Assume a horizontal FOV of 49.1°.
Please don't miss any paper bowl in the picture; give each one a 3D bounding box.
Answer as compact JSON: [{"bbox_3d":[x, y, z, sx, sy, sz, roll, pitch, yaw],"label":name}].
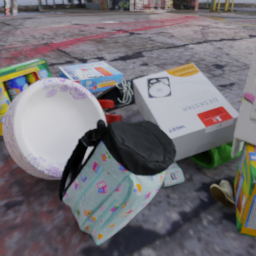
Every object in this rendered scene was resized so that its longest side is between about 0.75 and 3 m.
[{"bbox_3d":[-1.986,0.074,7.583,2.624,2.624,1.365,-26,8,-40],"label":"paper bowl"}]

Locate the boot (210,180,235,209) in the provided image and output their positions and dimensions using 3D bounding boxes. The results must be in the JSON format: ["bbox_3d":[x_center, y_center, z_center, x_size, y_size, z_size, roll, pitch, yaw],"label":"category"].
[{"bbox_3d":[2.216,1.455,6.622,0.783,0.282,0.606,42,35,-15],"label":"boot"}]

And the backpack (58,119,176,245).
[{"bbox_3d":[-0.273,1.076,5.601,2.024,2.426,1.535,5,39,-52],"label":"backpack"}]

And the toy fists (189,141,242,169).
[{"bbox_3d":[2.208,0.171,8.932,1.481,0.999,2.905,-18,32,-31],"label":"toy fists"}]

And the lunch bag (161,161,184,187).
[{"bbox_3d":[1.066,1.218,7.526,0.653,0.467,0.766,-8,43,-25],"label":"lunch bag"}]

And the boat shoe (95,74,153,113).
[{"bbox_3d":[-0.203,-1.282,10.390,2.693,1.008,0.833,-19,-7,17],"label":"boat shoe"}]

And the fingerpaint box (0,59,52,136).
[{"bbox_3d":[-3.681,-1.109,9.560,2.322,1.937,0.852,-28,27,-33],"label":"fingerpaint box"}]

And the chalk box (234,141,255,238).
[{"bbox_3d":[3.349,1.204,6.468,1.489,1.500,2.403,8,28,13],"label":"chalk box"}]

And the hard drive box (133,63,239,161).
[{"bbox_3d":[1.552,-0.544,8.101,2.073,1.022,2.660,-18,47,-9],"label":"hard drive box"}]

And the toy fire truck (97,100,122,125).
[{"bbox_3d":[-1.336,-0.292,9.831,2.230,1.250,1.872,-2,2,-1],"label":"toy fire truck"}]

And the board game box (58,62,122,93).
[{"bbox_3d":[-1.975,-2.603,14.378,2.571,0.734,2.626,-12,30,-23],"label":"board game box"}]

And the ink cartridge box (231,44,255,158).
[{"bbox_3d":[3.342,-0.597,6.469,0.941,2.790,1.625,24,34,36],"label":"ink cartridge box"}]
